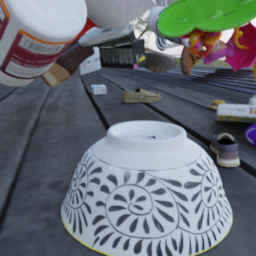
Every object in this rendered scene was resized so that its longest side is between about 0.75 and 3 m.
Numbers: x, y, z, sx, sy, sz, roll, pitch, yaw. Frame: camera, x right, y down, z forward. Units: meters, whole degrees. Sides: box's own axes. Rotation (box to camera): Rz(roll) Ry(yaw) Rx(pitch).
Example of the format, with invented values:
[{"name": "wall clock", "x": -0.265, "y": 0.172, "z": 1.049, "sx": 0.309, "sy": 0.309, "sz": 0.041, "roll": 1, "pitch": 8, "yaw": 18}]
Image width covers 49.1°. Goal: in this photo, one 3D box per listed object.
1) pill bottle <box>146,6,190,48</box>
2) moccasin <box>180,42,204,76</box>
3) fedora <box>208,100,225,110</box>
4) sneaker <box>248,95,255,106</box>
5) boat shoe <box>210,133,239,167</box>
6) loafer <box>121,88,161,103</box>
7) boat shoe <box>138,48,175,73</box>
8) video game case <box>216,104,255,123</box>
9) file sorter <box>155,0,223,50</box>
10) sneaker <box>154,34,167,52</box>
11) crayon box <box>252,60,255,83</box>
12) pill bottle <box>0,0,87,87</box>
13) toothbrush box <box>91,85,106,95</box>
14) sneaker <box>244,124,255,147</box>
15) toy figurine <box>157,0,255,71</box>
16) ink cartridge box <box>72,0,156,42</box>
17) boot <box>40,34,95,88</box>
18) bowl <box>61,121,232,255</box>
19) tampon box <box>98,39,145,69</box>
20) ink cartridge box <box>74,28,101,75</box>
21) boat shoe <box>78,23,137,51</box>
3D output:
[{"name": "pill bottle", "x": 1.195, "y": -2.672, "z": 7.261, "sx": 0.845, "sy": 0.845, "sz": 1.458, "roll": -12, "pitch": 35, "yaw": -37}, {"name": "moccasin", "x": 2.678, "y": -3.003, "z": 11.008, "sx": 0.906, "sy": 0.858, "sz": 2.347, "roll": 12, "pitch": 58, "yaw": 28}, {"name": "fedora", "x": 3.758, "y": -0.958, "z": 11.642, "sx": 0.845, "sy": 0.345, "sz": 0.845, "roll": 1, "pitch": 15, "yaw": 0}, {"name": "sneaker", "x": 4.959, "y": -0.859, "z": 10.203, "sx": 0.809, "sy": 0.935, "sz": 2.158, "roll": 12, "pitch": 18, "yaw": 41}, {"name": "boat shoe", "x": 2.213, "y": 0.381, "z": 6.378, "sx": 0.588, "sy": 0.530, "sz": 1.636, "roll": 3, "pitch": 16, "yaw": 12}, {"name": "loafer", "x": 0.643, "y": -1.514, "z": 13.042, "sx": 1.984, "sy": 0.669, "sz": 0.754, "roll": -6, "pitch": 17, "yaw": -22}, {"name": "boat shoe", "x": 0.785, "y": -2.862, "z": 11.241, "sx": 2.356, "sy": 0.892, "sz": 0.846, "roll": 14, "pitch": 46, "yaw": 17}, {"name": "video game case", "x": 3.916, "y": -0.332, "z": 7.937, "sx": 2.703, "sy": 0.340, "sz": 2.970, "roll": 4, "pitch": 1, "yaw": 17}, {"name": "file sorter", "x": 1.863, "y": -3.643, "z": 9.170, "sx": 1.875, "sy": 1.683, "sz": 2.702, "roll": -12, "pitch": 11, "yaw": -1}, {"name": "sneaker", "x": 1.244, "y": -3.542, "z": 10.852, "sx": 0.471, "sy": 1.257, "sz": 0.545, "roll": -16, "pitch": -5, "yaw": 18}, {"name": "crayon box", "x": 4.385, "y": -2.491, "z": 8.192, "sx": 0.638, "sy": 2.189, "sz": 1.300, "roll": 8, "pitch": 56, "yaw": 2}, {"name": "pill bottle", "x": -1.869, "y": -1.710, "z": 5.201, "sx": 1.345, "sy": 1.345, "sz": 2.356, "roll": -13, "pitch": -7, "yaw": -38}, {"name": "toothbrush box", "x": -1.656, "y": -2.149, "z": 15.819, "sx": 0.735, "sy": 0.428, "sz": 1.004, "roll": -4, "pitch": 16, "yaw": -14}, {"name": "sneaker", "x": 3.356, "y": 0.340, "z": 6.218, "sx": 0.995, "sy": 0.695, "sz": 2.000, "roll": -11, "pitch": 19, "yaw": -32}, {"name": "toy figurine", "x": 1.777, "y": -1.714, "z": 5.282, "sx": 1.970, "sy": 1.479, "sz": 1.813, "roll": -21, "pitch": -33, "yaw": 19}, {"name": "ink cartridge box", "x": -0.973, "y": -2.793, "z": 6.178, "sx": 2.552, "sy": 0.728, "sz": 2.074, "roll": -29, "pitch": -28, "yaw": 23}, {"name": "boot", "x": -2.345, "y": -2.710, "z": 8.717, "sx": 2.016, "sy": 2.423, "sz": 0.877, "roll": -47, "pitch": 36, "yaw": -19}, {"name": "bowl", "x": 0.269, "y": 0.607, "z": 4.268, "sx": 2.609, "sy": 1.224, "sz": 2.609, "roll": 0, "pitch": 15, "yaw": 0}, {"name": "tampon box", "x": -0.173, "y": -2.264, "z": 8.502, "sx": 1.173, "sy": 0.741, "sz": 0.879, "roll": 10, "pitch": 30, "yaw": 26}, {"name": "ink cartridge box", "x": -1.105, "y": -3.567, "z": 10.770, "sx": 0.851, "sy": 2.424, "sz": 2.983, "roll": 21, "pitch": 34, "yaw": 35}, {"name": "boat shoe", "x": -0.595, "y": -2.372, "z": 7.613, "sx": 1.776, "sy": 0.565, "sz": 0.628, "roll": 2, "pitch": 52, "yaw": 36}]
